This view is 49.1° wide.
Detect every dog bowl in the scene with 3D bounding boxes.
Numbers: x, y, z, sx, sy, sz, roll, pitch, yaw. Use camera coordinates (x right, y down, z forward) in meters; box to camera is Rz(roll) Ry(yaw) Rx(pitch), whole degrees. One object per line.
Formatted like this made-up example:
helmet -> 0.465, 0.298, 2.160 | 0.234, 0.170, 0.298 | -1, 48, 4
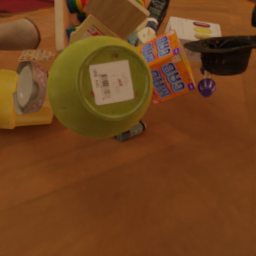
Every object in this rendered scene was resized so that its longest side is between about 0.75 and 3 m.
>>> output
dog bowl -> -2.775, -1.137, 7.910 | 0.463, 1.579, 1.579 | 5, 23, -39

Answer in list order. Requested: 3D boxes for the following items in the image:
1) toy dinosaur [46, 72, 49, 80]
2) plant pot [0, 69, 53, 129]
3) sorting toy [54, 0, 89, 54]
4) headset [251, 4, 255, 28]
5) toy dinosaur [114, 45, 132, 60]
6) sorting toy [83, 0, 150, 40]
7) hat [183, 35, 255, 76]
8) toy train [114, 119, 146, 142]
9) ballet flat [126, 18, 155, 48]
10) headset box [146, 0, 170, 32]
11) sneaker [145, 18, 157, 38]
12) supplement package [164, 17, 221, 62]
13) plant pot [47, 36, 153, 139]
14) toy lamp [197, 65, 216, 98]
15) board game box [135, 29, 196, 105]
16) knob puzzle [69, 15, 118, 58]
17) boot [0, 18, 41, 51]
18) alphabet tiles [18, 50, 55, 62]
toy dinosaur -> -3.713, -1.980, 12.208 | 1.663, 1.251, 2.450 | -7, 11, -39
plant pot -> -3.479, -0.871, 9.528 | 1.828, 1.943, 1.943 | 7, 29, -19
sorting toy -> -1.597, -3.484, 9.586 | 0.919, 2.639, 2.623 | -3, -5, 6
headset -> 3.878, -2.918, 6.932 | 1.506, 1.146, 2.439 | 27, 38, 21
toy dinosaur -> -0.319, -2.286, 8.454 | 2.075, 0.604, 1.049 | 28, 58, 23
sorting toy -> -0.224, -2.558, 5.911 | 1.137, 1.131, 0.396 | -17, 45, 62
hat -> 2.841, -2.056, 8.149 | 2.424, 0.978, 2.424 | -5, 24, 2
toy train -> 0.005, 0.009, 9.278 | 1.239, 0.528, 0.706 | -20, 49, -32
ballet flat -> 0.371, -3.189, 9.334 | 1.016, 1.016, 2.737 | -14, 63, -21
headset box -> 1.214, -5.108, 12.787 | 0.727, 1.365, 1.568 | 26, 78, 5
sneaker -> 0.333, -3.675, 11.334 | 1.757, 0.708, 1.287 | -4, 59, 31
supplement package -> 2.437, -3.354, 10.772 | 1.958, 1.073, 1.114 | 5, 62, -9
plant pot -> -0.426, -0.717, 4.999 | 2.149, 2.149, 2.297 | -7, 8, -11
toy lamp -> 2.353, -1.439, 8.395 | 0.531, 0.531, 1.825 | 7, 32, 11
board game box -> 0.945, -1.586, 7.391 | 1.195, 1.196, 1.195 | -20, 42, 20
knob puzzle -> -0.835, -1.804, 6.377 | 1.268, 1.268, 0.176 | -8, 38, -12
boot -> -4.114, -2.729, 8.631 | 2.058, 0.989, 2.815 | -20, 22, -31
alphabet tiles -> -2.392, -1.925, 7.429 | 0.874, 0.033, 0.731 | -2, 37, -5
